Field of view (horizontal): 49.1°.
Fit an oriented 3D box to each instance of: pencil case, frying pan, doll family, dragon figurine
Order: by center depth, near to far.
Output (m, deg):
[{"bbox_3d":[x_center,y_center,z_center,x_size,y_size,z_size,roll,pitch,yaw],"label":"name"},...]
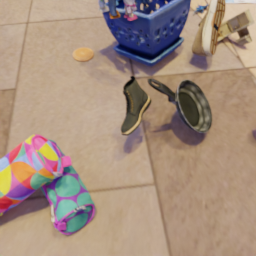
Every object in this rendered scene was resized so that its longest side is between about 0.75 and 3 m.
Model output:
[{"bbox_3d":[-2.820,1.353,6.782,2.818,1.245,1.245,-34,55,10],"label":"pencil case"},{"bbox_3d":[-1.869,1.457,7.350,1.145,1.054,2.477,-8,46,-43],"label":"pencil case"},{"bbox_3d":[1.573,-0.562,8.032,2.815,0.458,1.703,-11,80,-46],"label":"frying pan"},{"bbox_3d":[-0.639,-4.338,8.702,1.132,1.559,2.512,-22,43,-13],"label":"doll family"},{"bbox_3d":[3.440,-5.599,13.243,0.504,0.298,1.013,23,55,17],"label":"dragon figurine"}]

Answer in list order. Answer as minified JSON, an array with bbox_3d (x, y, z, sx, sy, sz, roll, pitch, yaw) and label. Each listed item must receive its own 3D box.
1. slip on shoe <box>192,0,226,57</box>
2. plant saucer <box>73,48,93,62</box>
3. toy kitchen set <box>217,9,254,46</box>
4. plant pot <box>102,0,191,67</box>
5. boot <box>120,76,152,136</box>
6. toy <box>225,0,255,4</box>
[{"bbox_3d":[3.026,-3.929,10.528,0.784,0.984,2.588,8,86,39],"label":"slip on shoe"},{"bbox_3d":[-1.829,-2.997,11.357,0.843,0.136,0.843,0,52,-1],"label":"plant saucer"},{"bbox_3d":[4.125,-3.709,11.294,1.359,1.506,1.229,-32,100,-22],"label":"toy kitchen set"},{"bbox_3d":[0.741,-3.812,10.550,2.398,2.156,2.398,30,57,33],"label":"plant pot"},{"bbox_3d":[0.003,-0.606,7.710,0.555,0.992,1.434,2,53,40],"label":"boot"},{"bbox_3d":[5.613,-7.502,14.458,1.692,0.694,2.938,-1,53,0],"label":"toy"}]
